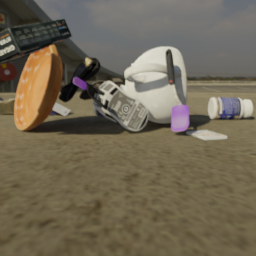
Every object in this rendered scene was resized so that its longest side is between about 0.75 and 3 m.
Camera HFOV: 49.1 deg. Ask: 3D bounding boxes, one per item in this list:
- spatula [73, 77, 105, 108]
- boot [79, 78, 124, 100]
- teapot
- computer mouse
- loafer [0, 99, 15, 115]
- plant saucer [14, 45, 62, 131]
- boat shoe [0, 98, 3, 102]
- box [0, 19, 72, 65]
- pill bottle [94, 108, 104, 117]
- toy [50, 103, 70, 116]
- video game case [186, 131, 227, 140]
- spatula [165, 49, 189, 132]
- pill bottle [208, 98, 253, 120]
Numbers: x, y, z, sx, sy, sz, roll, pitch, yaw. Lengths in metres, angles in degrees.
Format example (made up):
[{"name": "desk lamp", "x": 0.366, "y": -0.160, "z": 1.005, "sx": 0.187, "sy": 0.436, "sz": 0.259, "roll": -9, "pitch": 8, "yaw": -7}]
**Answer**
[{"name": "spatula", "x": -0.924, "y": -0.833, "z": 6.844, "sx": 0.114, "sy": 1.109, "sz": 0.313, "roll": -27, "pitch": 39, "yaw": 22}, {"name": "boot", "x": -0.509, "y": -0.859, "z": 10.074, "sx": 2.077, "sy": 1.809, "sz": 0.719, "roll": -21, "pitch": -18, "yaw": -31}, {"name": "teapot", "x": 0.736, "y": -1.372, "z": 9.397, "sx": 2.021, "sy": 2.767, "sz": 2.731, "roll": -5, "pitch": 36, "yaw": -2}, {"name": "computer mouse", "x": -0.549, "y": -0.760, "z": 8.099, "sx": 2.699, "sy": 1.480, "sz": 0.592, "roll": 35, "pitch": -11, "yaw": -29}, {"name": "loafer", "x": -5.383, "y": -1.045, "z": 13.426, "sx": 2.214, "sy": 0.838, "sz": 0.756, "roll": 2, "pitch": 15, "yaw": 14}, {"name": "plant saucer", "x": -2.855, "y": -1.299, "z": 8.939, "sx": 0.544, "sy": 2.908, "sz": 2.908, "roll": 16, "pitch": -3, "yaw": -37}, {"name": "boat shoe", "x": -7.965, "y": -1.357, "z": 15.418, "sx": 0.739, "sy": 0.832, "sz": 2.261, "roll": 9, "pitch": 11, "yaw": 25}, {"name": "box", "x": -2.528, "y": -1.886, "z": 6.423, "sx": 1.682, "sy": 0.487, "sz": 2.116, "roll": -14, "pitch": 20, "yaw": 24}, {"name": "pill bottle", "x": -0.835, "y": -0.862, "z": 12.653, "sx": 1.301, "sy": 0.723, "sz": 0.723, "roll": 3, "pitch": 9, "yaw": 14}, {"name": "toy", "x": -3.973, "y": -1.046, "z": 13.205, "sx": 2.304, "sy": 0.544, "sz": 1.327, "roll": 30, "pitch": 14, "yaw": -9}, {"name": "video game case", "x": 2.216, "y": 0.203, "z": 7.988, "sx": 0.709, "sy": 0.089, "sz": 0.991, "roll": -3, "pitch": 9, "yaw": -17}, {"name": "spatula", "x": 1.298, "y": -1.039, "z": 7.781, "sx": 0.236, "sy": 2.297, "sz": 0.649, "roll": -18, "pitch": 10, "yaw": -38}, {"name": "pill bottle", "x": 4.208, "y": -0.796, "z": 11.593, "sx": 1.591, "sy": 0.921, "sz": 0.921, "roll": 0, "pitch": 9, "yaw": 0}]
